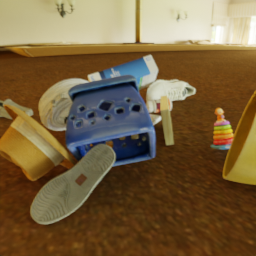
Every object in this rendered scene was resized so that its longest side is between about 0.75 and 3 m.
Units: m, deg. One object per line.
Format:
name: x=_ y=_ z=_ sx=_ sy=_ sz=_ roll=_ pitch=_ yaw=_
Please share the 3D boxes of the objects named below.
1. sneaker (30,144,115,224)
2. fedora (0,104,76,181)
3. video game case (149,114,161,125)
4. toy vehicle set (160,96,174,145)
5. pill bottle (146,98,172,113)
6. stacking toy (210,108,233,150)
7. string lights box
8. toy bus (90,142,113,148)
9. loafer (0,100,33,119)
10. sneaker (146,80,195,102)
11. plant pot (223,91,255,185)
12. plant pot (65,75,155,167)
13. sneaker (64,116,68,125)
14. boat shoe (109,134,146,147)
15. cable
sneaker: x=-1.129 y=1.330 z=6.154 sx=2.104 sy=1.118 sz=0.787 roll=-40 pitch=78 yaw=-24
fedora: x=-2.351 y=0.538 z=6.707 sx=2.482 sy=2.482 sz=1.012 roll=22 pitch=63 yaw=44
video game case: x=0.148 y=-0.184 z=10.610 sx=1.510 sy=0.190 sz=2.109 roll=11 pitch=24 yaw=27
toy vehicle set: x=1.303 y=-0.314 z=9.490 sx=0.250 sy=1.174 sz=1.889 roll=-8 pitch=18 yaw=9
pill bottle: x=1.316 y=-0.954 z=12.031 sx=0.993 sy=0.567 sz=0.567 roll=-8 pitch=22 yaw=-9
stacking toy: x=2.783 y=0.011 z=8.278 sx=0.702 sy=1.210 sz=0.664 roll=-9 pitch=0 yaw=-7
string lights box: x=-0.244 y=-2.136 z=12.724 sx=2.970 sy=0.876 sz=1.526 roll=-20 pitch=-16 yaw=-10
toy bus: x=-0.941 y=0.640 z=8.090 sx=1.181 sy=0.384 sz=0.462 roll=2 pitch=31 yaw=8
loafer: x=-4.851 y=-0.789 z=11.429 sx=2.058 sy=0.718 sz=0.719 roll=6 pitch=22 yaw=15
sneaker: x=2.010 y=-1.687 z=13.312 sx=2.766 sy=1.057 sz=1.113 roll=-23 pitch=38 yaw=-37
plant pot: x=3.445 y=0.416 z=6.553 sx=1.645 sy=2.318 sz=2.318 roll=21 pitch=26 yaw=13
plant pot: x=-0.424 y=-0.155 z=6.970 sx=1.941 sy=1.941 sz=1.745 roll=-11 pitch=64 yaw=2
sneaker: x=-1.530 y=-0.291 z=9.297 sx=1.120 sy=0.420 sz=0.485 roll=-4 pitch=-4 yaw=19
boat shoe: x=-0.501 y=0.285 z=8.886 sx=2.385 sy=0.856 sz=0.806 roll=5 pitch=-21 yaw=34
cable: x=-1.977 y=-0.727 z=9.421 sx=2.094 sy=2.094 sz=0.725 roll=-15 pitch=63 yaw=-44
